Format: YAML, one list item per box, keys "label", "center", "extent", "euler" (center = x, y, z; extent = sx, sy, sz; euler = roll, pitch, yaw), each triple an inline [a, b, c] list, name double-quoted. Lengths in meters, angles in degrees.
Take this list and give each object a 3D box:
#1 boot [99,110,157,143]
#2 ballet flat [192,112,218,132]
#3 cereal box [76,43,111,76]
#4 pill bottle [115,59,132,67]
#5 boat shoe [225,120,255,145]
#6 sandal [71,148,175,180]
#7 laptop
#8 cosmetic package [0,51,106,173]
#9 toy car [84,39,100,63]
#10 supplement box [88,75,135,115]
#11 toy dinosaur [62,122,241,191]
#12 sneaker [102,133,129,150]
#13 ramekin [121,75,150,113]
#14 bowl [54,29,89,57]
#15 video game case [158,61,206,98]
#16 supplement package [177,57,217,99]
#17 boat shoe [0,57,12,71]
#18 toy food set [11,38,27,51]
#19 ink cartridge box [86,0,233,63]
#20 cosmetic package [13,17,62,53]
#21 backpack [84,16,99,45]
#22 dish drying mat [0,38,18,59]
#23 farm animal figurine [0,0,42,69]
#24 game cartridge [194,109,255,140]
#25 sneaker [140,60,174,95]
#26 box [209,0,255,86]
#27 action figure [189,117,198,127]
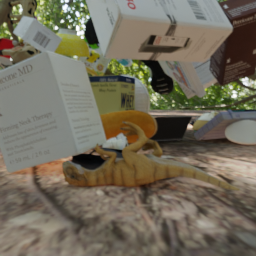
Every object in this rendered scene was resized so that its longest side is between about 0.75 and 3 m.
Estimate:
- label: "boot"
  center: [-0.869, 0.136, 8.162]
  extent: [2.952, 1.039, 2.113]
  euler: [-1, 9, 36]
- label: "ballet flat"
  center: [3.745, -0.321, 12.958]
  extent: [0.933, 0.857, 2.719]
  euler: [6, 8, 39]
- label: "cereal box"
  center: [-1.459, -3.489, 12.997]
  extent: [1.432, 1.990, 0.393]
  euler: [28, -6, -23]
- label: "pill bottle"
  center: [-0.214, -3.230, 13.055]
  extent: [0.560, 0.560, 1.011]
  euler: [3, -15, 32]
- label: "boat shoe"
  center: [4.156, 0.164, 8.738]
  extent: [2.210, 0.796, 0.757]
  euler: [-10, -24, 7]
- label: "sandal"
  center: [-0.095, 0.586, 5.233]
  extent: [2.056, 0.440, 0.782]
  euler: [2, 6, 22]
- label: "laptop"
  center: [1.135, 0.017, 9.340]
  extent: [1.366, 0.846, 1.459]
  euler: [-1, 5, -22]
- label: "cosmetic package"
  center: [-1.555, -0.287, 5.490]
  extent: [1.509, 1.803, 1.500]
  euler: [-17, 1, 17]
- label: "toy car"
  center: [-1.239, -3.340, 11.596]
  extent: [1.761, 0.393, 1.657]
  euler: [-4, -20, 23]
- label: "supplement box"
  center: [-1.012, -0.862, 11.080]
  extent: [2.262, 2.259, 1.518]
  euler: [2, 6, 23]
- label: "toy dinosaur"
  center: [0.280, 0.602, 4.383]
  extent: [2.511, 0.759, 1.334]
  euler: [-4, 45, 11]
- label: "sneaker"
  center: [-0.277, 0.486, 6.424]
  extent: [0.601, 0.557, 1.483]
  euler: [-13, 4, -6]
- label: "ramekin"
  center: [-0.415, -1.102, 12.371]
  extent: [2.518, 2.518, 1.322]
  euler: [2, 6, 23]
- label: "bowl"
  center: [-1.644, -2.312, 7.601]
  extent: [1.228, 0.661, 1.228]
  euler: [5, 16, -2]
- label: "video game case"
  center: [1.388, -2.414, 9.376]
  extent: [0.313, 2.640, 2.403]
  euler: [-40, 39, 1]
- label: "supplement package"
  center: [2.627, -2.875, 11.707]
  extent: [1.591, 2.656, 1.610]
  euler: [-30, -7, -9]
- label: "boat shoe"
  center: [-4.644, -2.402, 10.733]
  extent: [0.474, 0.574, 1.534]
  euler: [7, -8, 16]
- label: "toy food set"
  center: [-2.972, -2.572, 7.843]
  extent: [0.260, 0.860, 0.617]
  euler: [28, -15, -38]
- label: "ink cartridge box"
  center: [0.596, -2.558, 6.153]
  extent: [2.707, 1.987, 1.122]
  euler: [-4, -27, -26]
- label: "cosmetic package"
  center: [-2.230, -2.239, 6.807]
  extent: [0.760, 0.534, 1.498]
  euler: [31, 4, -36]
- label: "backpack"
  center: [-0.421, -3.016, 7.880]
  extent: [1.283, 1.209, 1.572]
  euler: [-21, 2, 35]
- label: "dish drying mat"
  center: [-3.940, -2.777, 10.253]
  extent: [0.764, 0.181, 1.989]
  euler: [-39, -18, 25]
- label: "farm animal figurine"
  center: [-2.976, -2.594, 8.861]
  extent: [1.296, 2.485, 2.457]
  euler: [4, 51, 15]
- label: "game cartridge"
  center: [3.539, -0.119, 9.455]
  extent: [2.288, 0.439, 1.483]
  euler: [-3, -31, -28]
- label: "sneaker"
  center: [1.303, -2.600, 11.897]
  extent: [1.040, 2.815, 1.116]
  euler: [-8, 41, 23]
- label: "box"
  center: [3.274, -2.574, 8.395]
  extent: [1.257, 0.940, 2.510]
  euler: [-19, -38, -2]
- label: "action figure"
  center: [3.562, -0.283, 14.141]
  extent: [1.183, 0.604, 0.703]
  euler: [0, 16, -17]
